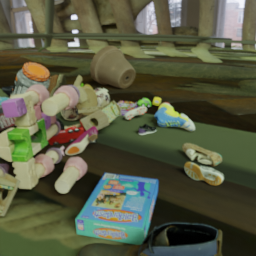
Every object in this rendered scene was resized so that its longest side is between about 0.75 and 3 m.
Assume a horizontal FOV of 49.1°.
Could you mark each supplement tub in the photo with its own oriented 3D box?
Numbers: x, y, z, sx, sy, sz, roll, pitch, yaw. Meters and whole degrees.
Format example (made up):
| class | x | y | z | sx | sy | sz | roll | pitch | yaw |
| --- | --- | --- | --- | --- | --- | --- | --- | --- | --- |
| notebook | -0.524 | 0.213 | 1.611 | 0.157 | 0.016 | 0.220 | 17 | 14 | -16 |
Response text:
| class | x | y | z | sx | sy | sz | roll | pitch | yaw |
| --- | --- | --- | --- | --- | --- | --- | --- | --- | --- |
| supplement tub | -4.364 | -1.645 | 12.423 | 1.390 | 2.268 | 1.390 | 23 | 33 | -16 |

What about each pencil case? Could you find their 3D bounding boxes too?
| class | x | y | z | sx | sy | sz | roll | pitch | yaw |
| --- | --- | --- | --- | --- | --- | --- | --- | --- | --- |
| pencil case | -1.924 | -1.167 | 13.103 | 1.011 | 1.162 | 2.598 | 45 | 35 | 10 |

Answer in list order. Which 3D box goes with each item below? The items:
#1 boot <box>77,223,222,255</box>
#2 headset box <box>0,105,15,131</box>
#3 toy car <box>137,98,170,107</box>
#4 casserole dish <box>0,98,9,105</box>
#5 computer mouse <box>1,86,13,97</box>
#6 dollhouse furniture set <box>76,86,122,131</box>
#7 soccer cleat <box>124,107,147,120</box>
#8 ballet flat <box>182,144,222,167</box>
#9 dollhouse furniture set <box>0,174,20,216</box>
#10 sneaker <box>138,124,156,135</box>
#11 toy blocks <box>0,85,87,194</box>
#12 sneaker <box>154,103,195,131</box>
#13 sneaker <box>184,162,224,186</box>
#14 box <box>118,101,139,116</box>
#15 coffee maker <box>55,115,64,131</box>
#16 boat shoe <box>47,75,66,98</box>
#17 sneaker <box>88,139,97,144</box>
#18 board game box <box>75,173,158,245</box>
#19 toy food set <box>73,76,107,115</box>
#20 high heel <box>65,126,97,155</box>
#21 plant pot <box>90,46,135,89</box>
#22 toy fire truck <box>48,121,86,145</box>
| class | x | y | z | sx | sy | sz | roll | pitch | yaw |
| --- | --- | --- | --- | --- | --- | --- | --- | --- | --- |
| boot | 0.331 | 2.032 | 4.708 | 2.573 | 1.247 | 0.961 | 5 | 21 | 13 |
| headset box | -5.242 | -0.352 | 11.154 | 1.723 | 0.646 | 1.281 | -29 | 31 | -36 |
| toy car | 1.243 | -1.246 | 14.038 | 1.639 | 0.388 | 1.742 | 3 | 19 | -22 |
| casserole dish | -6.960 | -1.126 | 13.976 | 2.517 | 0.488 | 1.525 | -5 | 22 | -11 |
| computer mouse | -5.493 | -1.967 | 16.027 | 2.063 | 0.676 | 2.938 | 15 | 19 | 30 |
| dollhouse furniture set | -1.140 | -1.102 | 11.385 | 1.166 | 1.854 | 2.097 | -23 | 11 | 29 |
| soccer cleat | 0.313 | -0.704 | 12.593 | 1.118 | 0.387 | 0.434 | -25 | 29 | -19 |
| ballet flat | 2.239 | 0.858 | 8.885 | 1.414 | 0.498 | 0.461 | 15 | 40 | 42 |
| dollhouse furniture set | -3.535 | 1.169 | 5.923 | 1.464 | 0.920 | 1.656 | 15 | -12 | 34 |
| sneaker | 0.792 | 0.016 | 11.134 | 0.867 | 0.380 | 0.328 | -15 | 26 | -33 |
| toy blocks | -2.575 | 0.074 | 7.791 | 2.841 | 2.655 | 2.392 | 0 | 20 | 10 |
| sneaker | 1.835 | -0.224 | 11.624 | 0.991 | 0.714 | 1.887 | -43 | 51 | -7 |
| sneaker | 2.145 | 1.286 | 7.936 | 1.129 | 0.427 | 0.495 | 24 | 21 | 33 |
| box | -0.115 | -0.966 | 13.783 | 1.025 | 0.293 | 1.498 | 6 | 22 | 14 |
| coffee maker | -3.177 | -0.102 | 10.904 | 1.113 | 0.780 | 1.158 | -12 | 23 | -25 |
| boat shoe | -3.884 | -1.739 | 14.177 | 0.979 | 1.036 | 2.881 | -3 | 34 | 3 |
| sneaker | -1.421 | 0.455 | 10.081 | 0.530 | 0.345 | 0.918 | 9 | 22 | 14 |
| board game box | -0.160 | 1.775 | 6.503 | 1.464 | 0.433 | 1.925 | 5 | 22 | 13 |
| toy food set | -1.815 | -1.195 | 12.090 | 0.390 | 1.942 | 1.341 | 0 | 58 | 41 |
| high heel | -1.571 | 0.414 | 9.345 | 1.279 | 0.431 | 0.614 | -38 | 29 | 11 |
| plant pot | -0.826 | -3.742 | 18.474 | 2.636 | 2.636 | 2.298 | -19 | 47 | -40 |
| toy fire truck | -2.210 | 0.125 | 10.740 | 1.800 | 0.439 | 1.269 | -10 | 20 | -18 |
